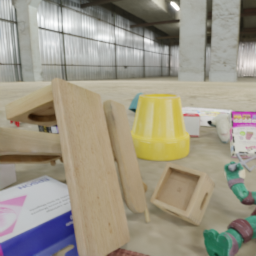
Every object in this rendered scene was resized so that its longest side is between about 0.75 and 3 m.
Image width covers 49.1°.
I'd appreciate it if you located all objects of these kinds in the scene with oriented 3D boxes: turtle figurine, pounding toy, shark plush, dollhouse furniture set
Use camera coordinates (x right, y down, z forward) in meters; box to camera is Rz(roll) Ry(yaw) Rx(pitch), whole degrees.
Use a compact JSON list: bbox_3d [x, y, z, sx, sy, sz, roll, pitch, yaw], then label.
[{"bbox_3d":[2.184,1.169,4.059,1.764,1.186,2.357,-7,19,48],"label":"turtle figurine"},{"bbox_3d":[0.712,1.239,4.956,1.252,1.100,0.573,12,-23,43],"label":"pounding toy"},{"bbox_3d":[3.433,-0.044,10.367,0.963,0.882,2.119,-19,4,10],"label":"shark plush"},{"bbox_3d":[-1.256,0.974,5.022,2.773,2.260,2.637,-19,-14,24],"label":"dollhouse furniture set"}]

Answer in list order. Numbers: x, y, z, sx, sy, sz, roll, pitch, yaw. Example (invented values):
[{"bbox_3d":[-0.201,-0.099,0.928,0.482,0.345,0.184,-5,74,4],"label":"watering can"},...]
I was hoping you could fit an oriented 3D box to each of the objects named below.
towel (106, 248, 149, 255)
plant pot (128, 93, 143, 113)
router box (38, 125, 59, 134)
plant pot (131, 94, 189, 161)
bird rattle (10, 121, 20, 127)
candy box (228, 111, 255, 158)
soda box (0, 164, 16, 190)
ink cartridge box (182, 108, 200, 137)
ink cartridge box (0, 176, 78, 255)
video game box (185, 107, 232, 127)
[{"bbox_3d":[-0.117,1.924,2.824,1.506,0.223,2.054,5,13,18],"label":"towel"},{"bbox_3d":[0.587,-1.280,14.469,0.693,0.981,0.693,25,-12,-23],"label":"plant pot"},{"bbox_3d":[-2.257,-0.500,11.214,1.974,0.656,2.511,-1,27,1],"label":"router box"},{"bbox_3d":[0.916,-0.113,8.425,1.859,1.749,1.859,0,12,0],"label":"plant pot"},{"bbox_3d":[-4.866,-0.588,12.212,0.639,0.925,1.135,24,-3,-19],"label":"bird rattle"},{"bbox_3d":[3.449,0.191,8.134,0.915,1.342,0.409,2,-26,9],"label":"candy box"},{"bbox_3d":[-3.319,1.039,5.285,0.801,0.857,2.516,5,13,19],"label":"soda box"},{"bbox_3d":[2.005,-0.281,11.195,1.446,0.839,2.004,2,13,6],"label":"ink cartridge box"},{"bbox_3d":[-1.571,1.468,4.353,2.147,0.465,2.108,9,15,39],"label":"ink cartridge box"},{"bbox_3d":[3.488,-0.524,12.988,2.339,0.548,2.131,6,12,27],"label":"video game box"}]
